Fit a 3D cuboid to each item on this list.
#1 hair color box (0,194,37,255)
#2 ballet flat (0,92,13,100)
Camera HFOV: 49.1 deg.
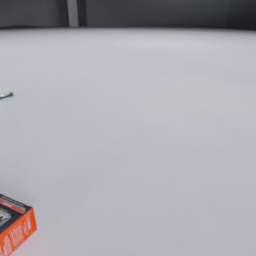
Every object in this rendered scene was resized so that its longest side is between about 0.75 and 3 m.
[{"bbox_3d":[-2.744,2.084,4.924,1.047,0.631,2.062,13,29,24],"label":"hair color box"},{"bbox_3d":[-5.703,-1.490,12.885,0.316,0.316,0.865,20,32,36],"label":"ballet flat"}]
